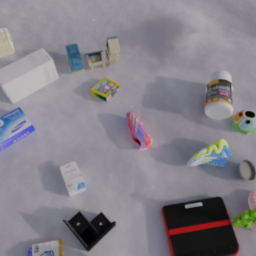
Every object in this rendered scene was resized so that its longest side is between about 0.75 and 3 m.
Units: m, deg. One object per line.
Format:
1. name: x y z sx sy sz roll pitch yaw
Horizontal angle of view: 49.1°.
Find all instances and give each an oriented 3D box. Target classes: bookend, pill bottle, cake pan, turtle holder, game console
1. bookend: -1.171 2.940 8.635 1.161 0.535 1.154 -38 70 -21
2. pill bottle: 3.574 -1.306 10.980 1.047 1.047 1.800 10 59 6
3. cake pan: 4.075 1.467 9.626 0.785 0.144 0.785 12 65 -26
4. turtle holder: 4.526 -0.234 10.481 1.099 0.780 0.835 36 65 20
5. game console: 2.226 3.179 8.701 2.083 0.323 1.843 -8 56 -5

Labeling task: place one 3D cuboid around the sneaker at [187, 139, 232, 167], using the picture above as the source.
1. sneaker: 2.921 1.080 9.773 1.655 0.627 0.869 -30 71 -10

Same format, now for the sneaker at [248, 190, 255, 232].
1. sneaker: 4.153 2.532 8.839 0.507 0.704 1.346 9 58 9

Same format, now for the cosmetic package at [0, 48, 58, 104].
1. cosmetic package: -4.095 -2.115 11.405 2.210 1.189 0.937 -33 64 -20

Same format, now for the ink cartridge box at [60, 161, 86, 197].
1. ink cartridge box: -1.878 1.727 9.526 0.598 0.353 1.040 -21 61 -12

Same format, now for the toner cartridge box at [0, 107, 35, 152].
1. toner cartridge box: -4.724 0.226 10.370 2.228 0.481 1.058 -35 65 -19

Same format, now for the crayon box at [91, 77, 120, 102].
1. crayon box: -0.933 -1.599 11.578 0.822 0.278 0.952 29 58 20

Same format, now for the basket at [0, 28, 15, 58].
1. basket: -5.899 -3.701 12.550 1.369 0.928 0.845 -21 65 -12

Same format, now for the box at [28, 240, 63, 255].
1. box: -2.465 3.753 8.381 1.002 0.208 0.597 -10 59 -3

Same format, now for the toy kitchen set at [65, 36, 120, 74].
1. toy kitchen set: -1.509 -3.241 11.622 2.049 1.642 1.207 -15 86 -9

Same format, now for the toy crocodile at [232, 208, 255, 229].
1. toy crocodile: 3.529 2.677 8.364 0.454 1.344 0.415 21 56 5

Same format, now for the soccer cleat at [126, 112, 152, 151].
1. soccer cleat: 0.273 0.102 10.427 0.633 0.552 1.654 -25 65 -17
